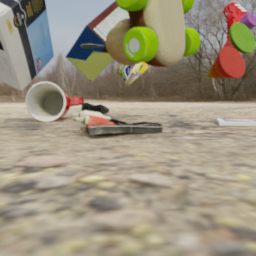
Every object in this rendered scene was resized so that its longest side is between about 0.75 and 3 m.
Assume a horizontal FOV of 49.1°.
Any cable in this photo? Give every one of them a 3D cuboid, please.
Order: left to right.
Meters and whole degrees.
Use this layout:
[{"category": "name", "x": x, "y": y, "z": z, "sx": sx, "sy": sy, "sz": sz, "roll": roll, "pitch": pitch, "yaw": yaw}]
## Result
[{"category": "cable", "x": -0.181, "y": -0.139, "z": 7.778, "sx": 2.738, "sy": 0.689, "sz": 1.330, "roll": -2, "pitch": 7, "yaw": -16}]

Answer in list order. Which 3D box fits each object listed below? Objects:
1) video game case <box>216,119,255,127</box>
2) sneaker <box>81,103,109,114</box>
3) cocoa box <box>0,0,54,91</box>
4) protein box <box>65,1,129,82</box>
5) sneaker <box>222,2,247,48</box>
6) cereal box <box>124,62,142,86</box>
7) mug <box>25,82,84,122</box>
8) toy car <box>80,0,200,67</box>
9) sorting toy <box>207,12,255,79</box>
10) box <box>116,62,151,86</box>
[{"category": "video game case", "x": 4.244, "y": -0.218, "z": 10.782, "sx": 1.541, "sy": 0.177, "sz": 1.404, "roll": 2, "pitch": 7, "yaw": 13}, {"category": "sneaker", "x": -1.973, "y": -1.061, "z": 16.687, "sx": 1.883, "sy": 0.715, "sz": 0.855, "roll": 12, "pitch": 2, "yaw": 30}, {"category": "cocoa box", "x": -2.787, "y": -2.252, "z": 6.415, "sx": 1.460, "sy": 1.437, "sz": 2.190, "roll": 26, "pitch": -31, "yaw": 8}, {"category": "protein box", "x": -0.921, "y": -3.274, "z": 10.659, "sx": 2.088, "sy": 1.419, "sz": 2.104, "roll": -32, "pitch": 19, "yaw": 52}, {"category": "sneaker", "x": 3.465, "y": -3.434, "z": 9.525, "sx": 2.060, "sy": 1.190, "sz": 0.807, "roll": -49, "pitch": 6, "yaw": -32}, {"category": "cereal box", "x": 0.177, "y": -1.894, "z": 9.623, "sx": 0.168, "sy": 0.612, "sz": 0.850, "roll": 30, "pitch": -24, "yaw": -7}, {"category": "mug", "x": -3.288, "y": -1.022, "z": 12.950, "sx": 2.234, "sy": 1.679, "sz": 2.517, "roll": 24, "pitch": 0, "yaw": -5}, {"category": "toy car", "x": 0.072, "y": -2.329, "z": 6.760, "sx": 2.506, "sy": 1.977, "sz": 2.058, "roll": -1, "pitch": 13, "yaw": 45}, {"category": "sorting toy", "x": 2.803, "y": -2.171, "z": 7.695, "sx": 0.892, "sy": 2.574, "sz": 0.886, "roll": 39, "pitch": -30, "yaw": -12}, {"category": "box", "x": 0.698, "y": -2.824, "z": 11.333, "sx": 2.499, "sy": 0.803, "sz": 0.875, "roll": -42, "pitch": 5, "yaw": -3}]
